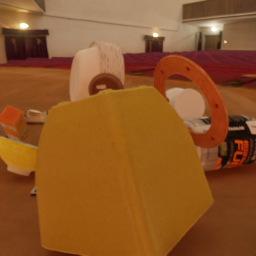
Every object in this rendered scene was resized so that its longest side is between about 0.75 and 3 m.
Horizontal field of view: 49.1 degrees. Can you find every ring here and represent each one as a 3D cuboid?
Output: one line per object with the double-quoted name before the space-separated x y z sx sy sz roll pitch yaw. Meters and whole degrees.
"ring" 1.581 -0.653 7.308 0.255 2.656 2.656 -32 30 -20

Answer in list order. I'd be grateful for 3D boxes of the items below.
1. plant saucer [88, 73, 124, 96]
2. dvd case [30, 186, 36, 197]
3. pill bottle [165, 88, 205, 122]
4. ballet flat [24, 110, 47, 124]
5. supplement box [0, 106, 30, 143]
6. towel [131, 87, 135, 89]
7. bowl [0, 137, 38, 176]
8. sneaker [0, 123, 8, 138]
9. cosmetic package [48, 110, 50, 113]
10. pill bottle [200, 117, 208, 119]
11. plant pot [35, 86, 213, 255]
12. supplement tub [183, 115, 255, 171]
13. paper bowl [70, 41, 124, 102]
"plant saucer" -0.716 -1.172 8.978 1.165 1.165 0.172 2 24 5
"dvd case" -2.017 1.668 7.828 1.144 0.141 0.860 2 18 3
"pill bottle" 1.677 -0.649 10.823 1.593 1.593 2.862 -6 -2 -19
"ballet flat" -5.039 -0.562 13.817 2.115 0.659 0.713 -2 17 -4
"supplement box" -3.806 -0.030 9.492 0.600 1.743 0.580 22 62 -1
"towel" 0.105 -0.378 10.680 0.234 1.114 2.589 31 34 -40
"bowl" -3.195 0.934 8.536 1.663 0.895 1.663 17 -8 3
"sneaker" -6.108 0.153 11.147 2.820 1.051 1.228 -4 14 -13
"cosmetic package" -2.004 -0.217 12.101 2.644 0.966 1.369 12 22 27
"pill bottle" 2.714 0.277 10.218 0.722 1.286 0.722 1 18 0
"plant pot" -0.229 0.640 5.600 2.633 2.694 2.616 -10 4 38
"supplement tub" 3.099 0.454 9.051 2.738 1.677 1.677 -6 19 -15
"paper bowl" -1.299 -1.764 10.508 1.514 2.912 2.912 4 16 -21
